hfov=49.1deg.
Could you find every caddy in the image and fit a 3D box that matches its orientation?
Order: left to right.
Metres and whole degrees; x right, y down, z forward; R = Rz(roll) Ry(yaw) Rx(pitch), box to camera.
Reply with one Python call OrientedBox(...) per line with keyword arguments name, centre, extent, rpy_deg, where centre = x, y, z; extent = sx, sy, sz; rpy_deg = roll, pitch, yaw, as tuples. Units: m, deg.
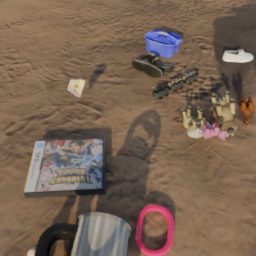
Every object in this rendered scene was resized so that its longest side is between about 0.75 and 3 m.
OrientedBox(name="caddy", centre=(1.933, -4.829, 15.680), extent=(2.073, 1.088, 1.465), rpy_deg=(22, 48, 21))

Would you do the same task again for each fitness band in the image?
OrientedBox(name="fitness band", centre=(0.784, 3.012, 8.268), extent=(1.086, 0.283, 1.513), rpy_deg=(9, 46, 5))

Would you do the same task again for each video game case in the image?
OrientedBox(name="video game case", centre=(-2.126, 1.314, 9.929), extent=(2.655, 0.339, 2.400), rpy_deg=(-2, 44, -2))

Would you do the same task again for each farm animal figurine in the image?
OrientedBox(name="farm animal figurine", centre=(3.421, -0.190, 10.898), extent=(2.778, 1.397, 2.243), rpy_deg=(-27, 32, -21))

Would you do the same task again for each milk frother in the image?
OrientedBox(name="milk frother", centre=(-0.874, 3.049, 6.319), extent=(2.367, 2.623, 2.467), rpy_deg=(27, 42, -18))

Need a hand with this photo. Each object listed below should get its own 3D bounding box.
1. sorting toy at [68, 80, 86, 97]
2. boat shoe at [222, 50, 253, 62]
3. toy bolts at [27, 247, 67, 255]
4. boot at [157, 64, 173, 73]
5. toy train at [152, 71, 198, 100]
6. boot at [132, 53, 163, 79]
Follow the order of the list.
OrientedBox(name="sorting toy", centre=(-2.281, -1.784, 12.081), extent=(0.407, 0.762, 0.686), rpy_deg=(26, 10, 32))
OrientedBox(name="boat shoe", centre=(5.961, -3.940, 15.139), extent=(1.634, 0.560, 0.588), rpy_deg=(3, 44, 3))
OrientedBox(name="toy bolts", centre=(-2.013, 3.517, 7.283), extent=(1.280, 0.888, 1.223), rpy_deg=(25, 50, 24))
OrientedBox(name="boot", centre=(1.835, -3.115, 14.523), extent=(0.970, 0.328, 0.633), rpy_deg=(4, 39, -6))
OrientedBox(name="toy train", centre=(2.268, -2.061, 13.330), extent=(2.755, 0.470, 0.631), rpy_deg=(-27, 38, -24))
OrientedBox(name="boot", centre=(1.268, -3.275, 14.411), extent=(1.804, 0.651, 1.362), rpy_deg=(29, 49, 26))
